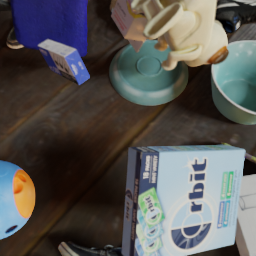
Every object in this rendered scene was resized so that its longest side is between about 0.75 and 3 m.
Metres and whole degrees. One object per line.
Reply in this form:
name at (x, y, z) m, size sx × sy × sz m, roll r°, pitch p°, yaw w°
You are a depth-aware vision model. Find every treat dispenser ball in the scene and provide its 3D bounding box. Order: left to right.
treat dispenser ball at (-3.272, 1.757, 6.891) m, size 1.890 × 1.890 × 1.890 m, roll 0°, pitch 64°, yaw 0°

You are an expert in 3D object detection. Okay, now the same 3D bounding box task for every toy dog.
toy dog at (1.525, -2.453, 6.786) m, size 2.288 × 2.360 × 1.647 m, roll -40°, pitch 48°, yaw 14°

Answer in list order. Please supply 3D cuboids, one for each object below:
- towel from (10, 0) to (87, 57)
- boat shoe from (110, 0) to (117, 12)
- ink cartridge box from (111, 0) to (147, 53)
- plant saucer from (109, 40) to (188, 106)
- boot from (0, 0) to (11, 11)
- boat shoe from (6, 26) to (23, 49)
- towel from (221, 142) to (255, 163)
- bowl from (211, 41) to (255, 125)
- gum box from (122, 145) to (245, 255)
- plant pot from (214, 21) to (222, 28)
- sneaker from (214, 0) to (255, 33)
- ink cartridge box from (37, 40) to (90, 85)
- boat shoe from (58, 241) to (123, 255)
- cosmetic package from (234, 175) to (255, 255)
towel at (-1.902, -3.331, 6.849) m, size 2.146 × 2.906 × 0.720 m, roll 16°, pitch 34°, yaw 14°
boat shoe at (-0.170, -4.574, 10.635) m, size 0.939 × 0.937 × 2.594 m, roll -23°, pitch 72°, yaw 13°
ink cartridge box at (0.204, -3.211, 7.601) m, size 0.683 × 2.024 × 1.179 m, roll -2°, pitch 50°, yaw -31°
plant saucer at (0.719, -2.040, 9.615) m, size 2.753 × 0.377 × 2.753 m, roll 0°, pitch 63°, yaw 0°
boot at (-3.848, -3.856, 6.946) m, size 2.071 × 0.723 × 1.364 m, roll 9°, pitch 87°, yaw -38°
boat shoe at (-3.553, -4.050, 10.352) m, size 0.993 × 0.811 × 2.688 m, roll 32°, pitch 68°, yaw 15°
towel at (3.318, 0.805, 7.894) m, size 1.431 × 1.028 × 0.163 m, roll 28°, pitch 95°, yaw 12°
bowl at (3.693, -1.190, 8.573) m, size 2.706 × 1.415 × 2.706 m, roll 1°, pitch 63°, yaw -1°
gum box at (1.086, 1.355, 5.301) m, size 2.349 × 0.523 × 1.996 m, roll 0°, pitch 98°, yaw -27°
plant pot at (2.612, -3.329, 9.882) m, size 1.149 × 1.255 × 1.255 m, roll -7°, pitch 63°, yaw -16°
sneaker at (4.352, -4.036, 10.393) m, size 2.427 × 0.887 × 1.358 m, roll 14°, pitch 68°, yaw 15°
ink cartridge box at (-1.446, -1.472, 6.155) m, size 0.322 × 0.686 × 1.459 m, roll -39°, pitch 40°, yaw -18°
boat shoe at (-0.437, 3.199, 6.398) m, size 2.812 × 1.049 × 0.875 m, roll 9°, pitch 43°, yaw 33°
cosmetic package at (3.808, 2.559, 7.146) m, size 2.108 × 0.722 × 2.796 m, roll -10°, pitch 64°, yaw -2°
